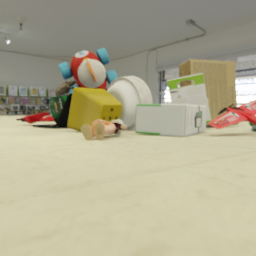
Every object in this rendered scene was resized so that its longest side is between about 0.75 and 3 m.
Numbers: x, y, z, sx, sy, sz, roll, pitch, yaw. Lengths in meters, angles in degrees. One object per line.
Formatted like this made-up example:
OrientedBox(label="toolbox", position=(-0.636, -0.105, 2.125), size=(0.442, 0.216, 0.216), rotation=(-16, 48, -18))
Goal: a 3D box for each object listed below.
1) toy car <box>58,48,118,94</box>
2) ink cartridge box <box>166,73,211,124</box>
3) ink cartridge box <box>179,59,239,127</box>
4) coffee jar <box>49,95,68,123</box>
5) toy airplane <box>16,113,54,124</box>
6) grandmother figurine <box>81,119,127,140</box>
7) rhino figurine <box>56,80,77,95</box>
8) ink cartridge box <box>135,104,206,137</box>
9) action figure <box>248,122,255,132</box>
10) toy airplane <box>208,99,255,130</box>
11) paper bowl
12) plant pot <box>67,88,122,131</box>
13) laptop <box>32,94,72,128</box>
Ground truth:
OrientedBox(label="toy car", position=(-1.503, -2.237, 10.894), size=(2.061, 1.977, 2.236), rotation=(-23, 1, -9))
OrientedBox(label="ink cartridge box", position=(2.251, -1.015, 10.387), size=(1.357, 1.836, 0.696), rotation=(-9, 12, 13))
OrientedBox(label="ink cartridge box", position=(3.437, -1.439, 12.014), size=(2.274, 2.760, 1.037), rotation=(-1, -3, -19))
OrientedBox(label="coffee jar", position=(-2.243, -1.002, 12.370), size=(2.262, 1.179, 0.965), rotation=(-15, -13, -1))
OrientedBox(label="toy airplane", position=(-4.387, -0.444, 13.847), size=(2.351, 0.432, 2.351), rotation=(-8, 1, 0))
OrientedBox(label="grandmother figurine", position=(-0.507, 0.006, 7.266), size=(1.037, 0.518, 1.709), rotation=(3, 6, 16))
OrientedBox(label="rhino figurine", position=(-2.270, -1.516, 10.369), size=(0.562, 0.384, 1.284), rotation=(-22, 3, -36))
OrientedBox(label="ink cartridge box", position=(1.356, -0.274, 8.493), size=(1.528, 0.880, 2.094), rotation=(3, 4, 30))
OrientedBox(label="action figure", position=(4.439, -0.161, 8.907), size=(1.034, 0.479, 1.751), rotation=(-38, 5, -12))
OrientedBox(label="toy airplane", position=(3.374, -0.267, 7.550), size=(2.188, 0.403, 2.188), rotation=(-14, 24, 6))
OrientedBox(label="paper bowl", position=(-0.122, -0.851, 9.955), size=(0.990, 1.903, 1.903), rotation=(-15, 12, -41))
OrientedBox(label="plant pot", position=(-0.988, -0.486, 9.141), size=(1.205, 1.366, 1.366), rotation=(23, 18, 38))
OrientedBox(label="laptop", position=(-2.400, -0.683, 11.841), size=(2.565, 1.324, 2.273), rotation=(2, 3, 40))
